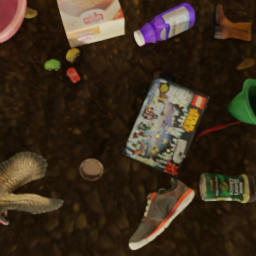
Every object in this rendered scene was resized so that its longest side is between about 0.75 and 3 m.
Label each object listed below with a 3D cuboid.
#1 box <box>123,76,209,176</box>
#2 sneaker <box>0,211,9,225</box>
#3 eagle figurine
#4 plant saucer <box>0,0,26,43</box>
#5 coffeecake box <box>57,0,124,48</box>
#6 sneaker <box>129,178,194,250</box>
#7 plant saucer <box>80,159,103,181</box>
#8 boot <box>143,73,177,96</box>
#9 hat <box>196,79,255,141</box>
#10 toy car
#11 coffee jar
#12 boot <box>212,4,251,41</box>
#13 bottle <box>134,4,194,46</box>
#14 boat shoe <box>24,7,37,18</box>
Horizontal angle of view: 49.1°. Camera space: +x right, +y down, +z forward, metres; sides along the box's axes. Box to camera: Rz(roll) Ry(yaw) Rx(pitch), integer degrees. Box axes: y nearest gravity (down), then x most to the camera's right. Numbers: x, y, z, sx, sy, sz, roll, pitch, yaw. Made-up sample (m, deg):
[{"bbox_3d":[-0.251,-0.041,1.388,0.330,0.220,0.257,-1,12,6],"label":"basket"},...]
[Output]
[{"bbox_3d":[1.204,-0.057,9.116,1.879,0.547,2.744,22,89,4],"label":"box"},{"bbox_3d":[-3.999,2.591,8.890,0.462,0.383,0.969,-33,79,-19],"label":"sneaker"},{"bbox_3d":[-3.464,1.945,8.289,2.471,1.865,1.875,-26,107,-8],"label":"eagle figurine"},{"bbox_3d":[-5.009,-4.221,10.188,2.930,0.743,2.930,-2,78,8],"label":"plant saucer"},{"bbox_3d":[-1.497,-4.572,10.283,2.070,0.985,2.697,-16,76,-4],"label":"coffeecake box"},{"bbox_3d":[0.847,2.570,8.629,2.568,0.990,1.052,-40,74,-19],"label":"sneaker"},{"bbox_3d":[-1.194,1.351,9.152,0.752,0.130,0.752,-1,105,-2],"label":"plant saucer"},{"bbox_3d":[1.130,-1.500,9.854,1.119,0.414,0.917,11,73,4],"label":"boot"},{"bbox_3d":[3.679,-0.526,9.728,2.148,1.891,1.779,9,68,-35],"label":"hat"},{"bbox_3d":[-2.388,-2.285,10.093,1.276,0.303,1.356,-2,76,-1],"label":"toy car"},{"bbox_3d":[3.146,1.892,8.827,1.656,0.707,0.864,2,66,0],"label":"coffee jar"},{"bbox_3d":[3.905,-3.924,10.416,1.404,0.481,1.321,3,76,0],"label":"boot"},{"bbox_3d":[1.296,-3.649,10.084,2.193,0.916,0.716,-26,62,-6],"label":"bottle"},{"bbox_3d":[-3.936,-4.378,10.624,0.893,0.280,0.327,-4,76,-1],"label":"boat shoe"}]
